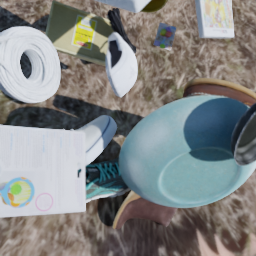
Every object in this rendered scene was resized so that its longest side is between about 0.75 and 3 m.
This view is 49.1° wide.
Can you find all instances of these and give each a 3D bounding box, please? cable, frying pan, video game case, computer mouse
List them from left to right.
[{"bbox_3d":[-2.138,-1.311,5.933,0.548,1.583,1.582,0,33,29],"label":"cable"},{"bbox_3d":[-0.258,-3.425,5.664,2.688,0.308,2.446,27,63,24],"label":"video game case"},{"bbox_3d":[-0.086,-1.676,6.415,0.550,1.374,2.505,-13,46,12],"label":"computer mouse"},{"bbox_3d":[2.155,-3.060,6.974,1.447,0.182,1.591,-15,99,-40],"label":"video game case"},{"bbox_3d":[2.322,-0.025,4.475,2.039,1.233,0.332,-10,35,-34],"label":"frying pan"}]

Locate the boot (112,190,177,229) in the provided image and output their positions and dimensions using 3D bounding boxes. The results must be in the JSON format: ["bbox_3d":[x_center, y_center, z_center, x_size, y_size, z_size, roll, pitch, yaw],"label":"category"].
[{"bbox_3d":[0.465,2.250,7.390,1.305,0.568,1.569,33,76,8],"label":"boot"}]

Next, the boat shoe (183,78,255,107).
[{"bbox_3d":[2.376,-0.142,5.654,2.737,0.964,0.963,19,64,-4],"label":"boat shoe"}]

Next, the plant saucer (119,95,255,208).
[{"bbox_3d":[1.251,0.742,5.220,2.845,2.845,0.548,-5,37,-2],"label":"plant saucer"}]

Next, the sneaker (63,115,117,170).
[{"bbox_3d":[-1.379,0.434,5.580,2.484,0.879,0.907,-36,31,-6],"label":"sneaker"}]

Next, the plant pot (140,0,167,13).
[{"bbox_3d":[0.544,-3.916,7.523,1.248,1.248,0.886,13,67,7],"label":"plant pot"}]

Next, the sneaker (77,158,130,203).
[{"bbox_3d":[-0.768,1.363,7.471,2.677,1.221,1.039,-22,65,-12],"label":"sneaker"}]

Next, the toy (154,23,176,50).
[{"bbox_3d":[1.089,-2.694,8.068,0.507,0.208,0.880,17,69,-3],"label":"toy"}]

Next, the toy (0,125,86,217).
[{"bbox_3d":[-1.989,0.722,4.713,2.538,0.599,1.461,7,75,-34],"label":"toy"}]

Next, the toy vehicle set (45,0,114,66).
[{"bbox_3d":[-1.149,-2.377,7.206,1.837,0.244,1.142,13,88,-20],"label":"toy vehicle set"}]
